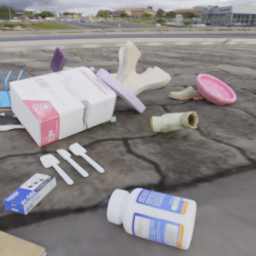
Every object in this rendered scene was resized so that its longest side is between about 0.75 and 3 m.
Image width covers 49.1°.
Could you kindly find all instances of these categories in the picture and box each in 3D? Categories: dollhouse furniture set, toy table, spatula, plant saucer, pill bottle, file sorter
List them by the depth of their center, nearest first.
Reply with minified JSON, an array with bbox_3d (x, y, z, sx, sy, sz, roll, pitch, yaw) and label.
[{"bbox_3d":[0.384,1.460,4.699,1.374,0.770,0.770,9,24,20],"label":"pill bottle"},{"bbox_3d":[-1.386,0.871,6.837,1.102,0.127,1.585,-17,31,-32],"label":"spatula"},{"bbox_3d":[0.153,-1.720,9.695,2.357,1.502,2.565,40,3,21],"label":"toy table"},{"bbox_3d":[-4.858,-1.479,10.698,1.777,1.090,1.233,-4,35,-5],"label":"file sorter"},{"bbox_3d":[3.538,-1.524,11.513,1.789,0.454,1.789,18,36,-14],"label":"plant saucer"},{"bbox_3d":[-2.002,-1.681,11.825,1.898,2.119,2.674,-1,41,-44],"label":"dollhouse furniture set"}]

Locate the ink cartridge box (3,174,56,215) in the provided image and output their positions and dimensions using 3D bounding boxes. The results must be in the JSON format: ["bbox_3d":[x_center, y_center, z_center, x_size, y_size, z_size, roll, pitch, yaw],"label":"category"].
[{"bbox_3d":[-1.975,1.321,5.730,0.485,0.228,1.032,7,24,19],"label":"ink cartridge box"}]

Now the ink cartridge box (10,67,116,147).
[{"bbox_3d":[-1.978,-0.776,8.696,2.618,1.084,1.918,-23,53,-36],"label":"ink cartridge box"}]

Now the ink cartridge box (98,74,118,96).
[{"bbox_3d":[-0.543,-1.831,12.035,1.590,0.663,1.154,-6,-11,-12],"label":"ink cartridge box"}]

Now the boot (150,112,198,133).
[{"bbox_3d":[1.494,-0.183,8.279,1.196,0.558,1.547,-7,-1,31],"label":"boot"}]

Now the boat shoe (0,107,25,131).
[{"bbox_3d":[-3.396,-0.413,9.200,2.383,0.719,0.880,-5,19,-13],"label":"boat shoe"}]

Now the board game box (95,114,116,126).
[{"bbox_3d":[-1.405,-0.547,10.196,1.095,0.245,2.090,-12,26,-30],"label":"board game box"}]

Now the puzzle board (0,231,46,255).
[{"bbox_3d":[-2.677,2.071,4.005,2.358,0.205,1.777,9,25,22],"label":"puzzle board"}]

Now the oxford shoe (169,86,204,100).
[{"bbox_3d":[2.520,-1.535,12.098,1.525,0.563,0.540,-2,23,-4],"label":"oxford shoe"}]
